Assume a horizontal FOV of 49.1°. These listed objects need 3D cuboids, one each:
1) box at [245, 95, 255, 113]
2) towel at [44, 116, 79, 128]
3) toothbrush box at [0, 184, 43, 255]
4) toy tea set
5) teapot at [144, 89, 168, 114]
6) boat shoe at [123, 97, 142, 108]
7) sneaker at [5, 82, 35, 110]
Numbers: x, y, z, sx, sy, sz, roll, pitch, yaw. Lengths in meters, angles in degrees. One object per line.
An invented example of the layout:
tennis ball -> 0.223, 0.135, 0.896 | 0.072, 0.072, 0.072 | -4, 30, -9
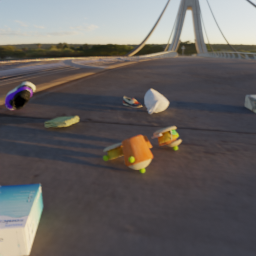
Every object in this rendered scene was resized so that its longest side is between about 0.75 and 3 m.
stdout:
box -> 6.568, -1.192, 14.275 | 0.559, 0.672, 1.635 | -1, 17, -1
towel -> -2.791, -0.248, 11.867 | 1.072, 0.264, 1.445 | -1, 13, 12
toothbrush box -> -2.349, 1.748, 5.457 | 1.080, 0.629, 1.476 | -2, 19, -7
toy tea set -> 0.701, 0.701, 8.666 | 2.790, 1.033, 1.659 | -15, -6, -30
teapot -> 1.290, -1.207, 13.932 | 1.339, 0.978, 1.321 | 15, 27, -51
boat shoe -> 0.215, -1.399, 15.299 | 1.293, 0.404, 0.460 | 18, 24, 40
sneaker -> -5.454, -1.286, 13.608 | 2.295, 0.798, 1.142 | -29, 41, 38
